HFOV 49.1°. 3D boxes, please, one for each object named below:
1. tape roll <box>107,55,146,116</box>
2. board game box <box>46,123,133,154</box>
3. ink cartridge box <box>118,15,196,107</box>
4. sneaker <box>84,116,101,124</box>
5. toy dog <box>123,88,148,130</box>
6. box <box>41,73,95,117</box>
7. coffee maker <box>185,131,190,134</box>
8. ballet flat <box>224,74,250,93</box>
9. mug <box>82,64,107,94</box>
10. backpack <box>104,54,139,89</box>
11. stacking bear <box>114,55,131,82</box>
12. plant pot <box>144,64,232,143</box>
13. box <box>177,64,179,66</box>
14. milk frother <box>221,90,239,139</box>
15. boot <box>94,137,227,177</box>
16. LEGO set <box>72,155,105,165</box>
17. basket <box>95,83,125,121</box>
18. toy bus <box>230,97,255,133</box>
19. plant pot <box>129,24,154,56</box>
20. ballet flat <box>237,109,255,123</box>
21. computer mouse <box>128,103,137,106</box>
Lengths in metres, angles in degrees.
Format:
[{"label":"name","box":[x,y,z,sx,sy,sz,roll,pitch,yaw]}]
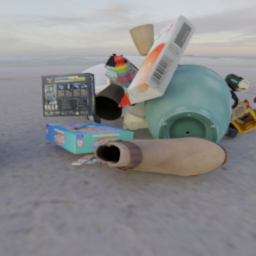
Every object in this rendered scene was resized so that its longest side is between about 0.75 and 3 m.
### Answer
[{"label":"tape roll","box":[0.129,-1.915,12.942,1.910,2.782,2.782,-1,16,-13]},{"label":"board game box","box":[-1.319,0.255,8.973,1.912,0.566,2.514,-2,8,-33]},{"label":"ink cartridge box","box":[0.540,-1.799,8.169,0.684,2.212,2.728,34,-16,-22]},{"label":"sneaker","box":[-1.603,-0.557,11.512,0.696,0.583,1.574,-13,43,-23]},{"label":"toy dog","box":[1.043,-0.699,10.716,2.405,1.678,2.332,2,5,-2]},{"label":"box","box":[-1.660,-0.897,7.782,1.491,1.176,0.380,-1,3,16]},{"label":"coffee maker","box":[1.594,0.109,8.825,0.612,0.908,0.873,-6,40,-31]},{"label":"ballet flat","box":[4.473,-1.740,11.361,0.677,0.673,1.980,32,21,31]},{"label":"mug","box":[-1.622,-2.260,15.391,2.901,2.142,2.544,-4,21,35]},{"label":"backpack","box":[-0.145,-1.932,9.926,1.221,0.919,1.084,25,0,-42]},{"label":"stacking bear","box":[-0.215,-1.895,8.863,0.485,0.798,0.454,-17,18,-9]},{"label":"plant pot","box":[1.773,-0.252,8.402,2.776,2.776,1.860,3,34,9]},{"label":"box","box":[2.355,-1.550,10.609,1.623,0.410,2.271,35,27,-14]},{"label":"milk frother","box":[3.437,-0.529,10.568,1.507,1.669,1.570,3,18,8]},{"label":"boot","box":[0.606,0.696,6.912,2.096,1.007,2.868,7,-11,-38]},{"label":"LEGO set","box":[-0.998,0.992,8.158,1.028,0.252,0.768,-4,13,30]},{"label":"basket","box":[-0.674,-1.045,10.507,1.273,0.960,1.412,18,34,2]},{"label":"toy bus","box":[4.754,-0.461,11.548,1.859,0.961,1.754,-38,6,-20]},{"label":"plant pot","box":[0.546,-2.931,9.498,0.846,0.903,0.846,-14,6,1]},{"label":"ballet flat","box":[6.182,-0.449,12.399,2.711,0.628,0.913,-7,40,-1]},{"label":"computer mouse","box":[0.613,-1.616,8.979,0.396,2.329,0.683,33,26,-9]}]
